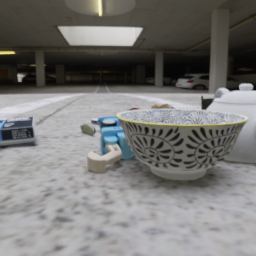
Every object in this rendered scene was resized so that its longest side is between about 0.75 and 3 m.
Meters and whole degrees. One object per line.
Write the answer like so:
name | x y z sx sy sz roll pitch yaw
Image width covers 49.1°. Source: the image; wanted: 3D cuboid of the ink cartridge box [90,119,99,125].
ink cartridge box | -1.017 -0.326 13.971 1.235 0.270 1.246 -8 10 -40

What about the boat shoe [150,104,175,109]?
boat shoe | 1.986 -0.961 16.538 0.730 0.811 2.254 23 -13 -23

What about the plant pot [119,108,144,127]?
plant pot | 0.504 -0.018 9.794 1.239 1.239 1.109 9 -3 42

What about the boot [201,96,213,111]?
boot | 3.669 -0.383 10.422 2.254 1.559 0.873 6 11 30

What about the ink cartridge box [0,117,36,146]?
ink cartridge box | -4.806 0.104 10.032 2.872 0.629 2.899 -7 10 -17

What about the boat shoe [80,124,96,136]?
boat shoe | -1.549 0.026 11.332 0.423 0.449 1.250 -10 11 -27

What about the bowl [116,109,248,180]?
bowl | 1.182 0.357 6.531 2.917 1.369 2.917 0 10 0

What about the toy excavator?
toy excavator | -0.322 0.490 7.553 1.882 0.967 1.936 -5 19 -20

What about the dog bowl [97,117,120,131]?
dog bowl | -0.271 -0.075 11.617 2.281 0.566 1.272 7 12 39

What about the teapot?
teapot | 3.348 -0.261 8.246 2.779 2.030 2.743 6 11 38
